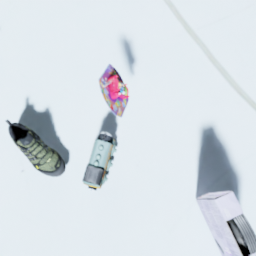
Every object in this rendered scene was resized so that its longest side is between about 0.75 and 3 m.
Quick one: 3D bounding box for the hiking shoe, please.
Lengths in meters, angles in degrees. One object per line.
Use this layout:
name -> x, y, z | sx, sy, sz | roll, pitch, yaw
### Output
hiking shoe -> -3.505, 0.814, 10.351 | 2.754, 1.386, 1.043 | 38, 78, 9

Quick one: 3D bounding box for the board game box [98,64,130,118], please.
board game box -> -0.279, -1.256, 9.062 | 0.365, 1.480, 1.873 | -17, 29, 26

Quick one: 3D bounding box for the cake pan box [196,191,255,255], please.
cake pan box -> 3.236, 3.306, 9.026 | 0.700, 2.674, 2.463 | -24, 75, -6

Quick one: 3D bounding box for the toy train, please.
toy train -> -1.041, 1.216, 10.306 | 0.947, 1.266, 2.221 | 16, 76, 3
